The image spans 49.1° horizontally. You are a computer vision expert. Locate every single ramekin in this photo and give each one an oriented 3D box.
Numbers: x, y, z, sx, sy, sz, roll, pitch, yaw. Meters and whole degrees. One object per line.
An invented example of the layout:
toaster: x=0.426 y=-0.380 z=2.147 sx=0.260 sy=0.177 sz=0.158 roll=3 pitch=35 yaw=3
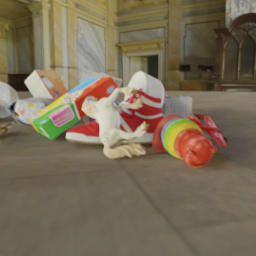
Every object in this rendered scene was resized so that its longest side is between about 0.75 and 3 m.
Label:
ramekin: x=0.723 y=-1.328 z=12.674 sx=1.064 sy=2.284 sz=2.284 roll=12 pitch=5 yaw=-23
ramekin: x=-6.465 y=-1.329 z=13.754 sx=1.881 sy=1.881 sz=0.917 roll=0 pitch=51 yaw=2

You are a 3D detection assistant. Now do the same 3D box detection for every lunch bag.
lunch bag: x=-4.031 y=-0.749 z=12.258 sx=1.879 sy=1.195 sz=1.593 roll=12 pitch=14 yaw=13

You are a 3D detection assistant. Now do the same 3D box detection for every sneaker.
sneaker: x=-0.361 y=-0.344 z=8.318 sx=2.928 sy=1.646 sz=1.043 roll=-1 pitch=4 yaw=-8

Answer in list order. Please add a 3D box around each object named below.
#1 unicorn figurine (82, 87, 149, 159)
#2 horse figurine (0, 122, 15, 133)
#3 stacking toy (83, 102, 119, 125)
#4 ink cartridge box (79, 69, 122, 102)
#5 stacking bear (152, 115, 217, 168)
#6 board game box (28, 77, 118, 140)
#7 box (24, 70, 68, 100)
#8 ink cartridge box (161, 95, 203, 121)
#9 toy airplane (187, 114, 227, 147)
unicorn figurine: x=-0.410 y=-0.303 z=7.403 sx=1.723 sy=0.927 sz=2.509 roll=-20 pitch=47 yaw=13
horse figurine: x=-4.422 y=0.099 z=9.613 sx=0.791 sy=0.298 sz=1.193 roll=-19 pitch=11 yaw=21
stacking toy: x=-0.228 y=-0.470 z=10.517 sx=2.912 sy=1.243 sz=1.243 roll=6 pitch=12 yaw=29
ink cartridge box: x=-1.341 y=-1.352 z=11.830 sx=1.727 sy=1.960 sz=0.438 roll=14 pitch=12 yaw=-21
stacking bear: x=1.380 y=0.356 z=6.681 sx=1.106 sy=1.036 sz=1.822 roll=-2 pitch=15 yaw=-13
board game box: x=-1.992 y=-0.797 z=9.980 sx=2.875 sy=0.580 sz=2.200 roll=-39 pitch=24 yaw=-21
box: x=-4.175 y=-1.961 z=14.744 sx=1.031 sy=1.939 sz=1.476 roll=-36 pitch=-6 yaw=28
ink cartridge box: x=2.518 y=-1.062 z=14.190 sx=2.347 sy=1.121 sz=2.674 roll=2 pitch=9 yaw=6
toy airplane: x=2.453 y=0.035 z=8.730 sx=1.634 sy=0.300 sz=1.634 roll=30 pitch=28 yaw=-17
